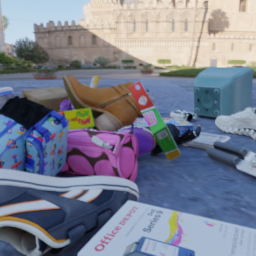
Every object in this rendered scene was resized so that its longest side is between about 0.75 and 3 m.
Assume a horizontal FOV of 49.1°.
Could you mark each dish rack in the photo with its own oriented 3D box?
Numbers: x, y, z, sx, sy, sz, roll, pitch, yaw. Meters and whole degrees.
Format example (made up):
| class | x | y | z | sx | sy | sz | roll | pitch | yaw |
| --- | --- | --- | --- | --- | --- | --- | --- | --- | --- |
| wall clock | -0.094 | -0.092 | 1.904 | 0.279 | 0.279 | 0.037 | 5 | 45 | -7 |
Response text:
| class | x | y | z | sx | sy | sz | roll | pitch | yaw |
| --- | --- | --- | --- | --- | --- | --- | --- | --- | --- |
| dish rack | 2.515 | 0.454 | 9.367 | 1.477 | 0.321 | 1.267 | 11 | 18 | 39 |

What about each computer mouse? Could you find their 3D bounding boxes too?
| class | x | y | z | sx | sy | sz | roll | pitch | yaw |
| --- | --- | --- | --- | --- | --- | --- | --- | --- | --- |
| computer mouse | 1.526 | 0.104 | 9.082 | 1.645 | 0.539 | 2.343 | -23 | 7 | 18 |

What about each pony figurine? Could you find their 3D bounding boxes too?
| class | x | y | z | sx | sy | sz | roll | pitch | yaw |
| --- | --- | --- | --- | --- | --- | --- | --- | --- | --- |
| pony figurine | -1.758 | -0.619 | 9.924 | 2.089 | 2.164 | 1.802 | -7 | -19 | 19 |

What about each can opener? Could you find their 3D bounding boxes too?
| class | x | y | z | sx | sy | sz | roll | pitch | yaw |
| --- | --- | --- | --- | --- | --- | --- | --- | --- | --- |
| can opener | 2.894 | 0.866 | 7.247 | 0.581 | 0.733 | 2.206 | -43 | 22 | -9 |

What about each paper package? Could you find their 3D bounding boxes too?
| class | x | y | z | sx | sy | sz | roll | pitch | yaw |
| --- | --- | --- | --- | --- | --- | --- | --- | --- | --- |
| paper package | -3.051 | -0.577 | 10.560 | 0.938 | 1.729 | 1.814 | 30 | 29 | 29 |

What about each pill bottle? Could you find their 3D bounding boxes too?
| class | x | y | z | sx | sy | sz | roll | pitch | yaw |
| --- | --- | --- | --- | --- | --- | --- | --- | --- | --- |
| pill bottle | -3.558 | -0.163 | 8.232 | 1.049 | 1.844 | 1.049 | -21 | 6 | 2 |

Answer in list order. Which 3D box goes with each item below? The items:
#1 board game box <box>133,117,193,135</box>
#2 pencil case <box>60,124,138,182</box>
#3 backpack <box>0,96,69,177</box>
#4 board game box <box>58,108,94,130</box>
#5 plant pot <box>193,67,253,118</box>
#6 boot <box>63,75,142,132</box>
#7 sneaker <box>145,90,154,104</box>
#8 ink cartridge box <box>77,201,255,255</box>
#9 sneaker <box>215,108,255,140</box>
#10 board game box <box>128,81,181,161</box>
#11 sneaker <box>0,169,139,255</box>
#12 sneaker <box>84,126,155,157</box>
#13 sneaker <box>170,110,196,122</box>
| class | x | y | z | sx | sy | sz | roll | pitch | yaw |
| --- | --- | --- | --- | --- | --- | --- | --- | --- | --- |
| board game box | 1.276 | -0.068 | 11.405 | 2.306 | 0.397 | 1.561 | -2 | 13 | -6 |
| pencil case | -1.218 | 0.512 | 6.675 | 2.933 | 1.331 | 1.374 | 2 | -12 | 23 |
| backpack | -2.252 | 0.627 | 5.351 | 1.418 | 1.924 | 2.107 | 20 | 30 | 9 |
| board game box | -2.317 | 0.002 | 8.914 | 1.264 | 0.593 | 2.489 | -12 | -3 | -42 |
| plant pot | 4.568 | -1.652 | 14.168 | 2.465 | 2.458 | 2.511 | 12 | 26 | 41 |
| boot | -0.710 | -1.103 | 9.220 | 2.088 | 1.031 | 2.689 | -35 | 69 | -19 |
| sneaker | 0.679 | -1.378 | 14.644 | 1.144 | 1.265 | 2.970 | 3 | 7 | 17 |
| ink cartridge box | 0.524 | 1.628 | 3.215 | 1.820 | 0.796 | 1.323 | 5 | 15 | 26 |
| sneaker | 4.530 | -0.260 | 10.670 | 1.071 | 1.155 | 2.849 | -10 | 14 | -27 |
| board game box | 0.714 | -0.195 | 7.656 | 0.378 | 1.435 | 1.875 | -29 | 47 | 5 |
| sneaker | -0.957 | 1.327 | 4.192 | 2.701 | 1.072 | 1.059 | 10 | -38 | -33 |
| sneaker | -0.442 | 0.555 | 7.793 | 2.401 | 0.966 | 1.061 | -4 | 17 | 8 |
| sneaker | 2.597 | -0.555 | 13.299 | 1.258 | 0.502 | 0.818 | 14 | 7 | 13 |
